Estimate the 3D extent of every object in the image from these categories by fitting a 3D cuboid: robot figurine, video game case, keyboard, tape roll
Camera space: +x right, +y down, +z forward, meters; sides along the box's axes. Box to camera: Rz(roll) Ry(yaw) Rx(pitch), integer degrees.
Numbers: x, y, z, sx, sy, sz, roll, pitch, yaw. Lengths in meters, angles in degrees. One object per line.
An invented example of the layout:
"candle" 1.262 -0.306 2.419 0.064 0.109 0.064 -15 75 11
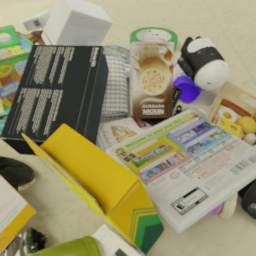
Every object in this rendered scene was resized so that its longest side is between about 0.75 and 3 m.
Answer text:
"robot figurine" 2.232 -1.937 8.399 1.317 1.094 1.754 -30 63 11
"robot figurine" 3.047 1.597 5.642 1.347 1.119 1.793 -36 50 -12
"video game case" -0.362 -2.608 10.567 2.677 0.313 2.433 29 33 30
"video game case" 1.205 0.641 5.855 2.562 0.283 2.333 -25 43 -25
"keyboard" 1.097 -0.621 7.903 0.983 0.210 1.637 27 57 5
"tape roll" 1.117 -3.832 12.367 2.090 0.502 2.090 1 41 0

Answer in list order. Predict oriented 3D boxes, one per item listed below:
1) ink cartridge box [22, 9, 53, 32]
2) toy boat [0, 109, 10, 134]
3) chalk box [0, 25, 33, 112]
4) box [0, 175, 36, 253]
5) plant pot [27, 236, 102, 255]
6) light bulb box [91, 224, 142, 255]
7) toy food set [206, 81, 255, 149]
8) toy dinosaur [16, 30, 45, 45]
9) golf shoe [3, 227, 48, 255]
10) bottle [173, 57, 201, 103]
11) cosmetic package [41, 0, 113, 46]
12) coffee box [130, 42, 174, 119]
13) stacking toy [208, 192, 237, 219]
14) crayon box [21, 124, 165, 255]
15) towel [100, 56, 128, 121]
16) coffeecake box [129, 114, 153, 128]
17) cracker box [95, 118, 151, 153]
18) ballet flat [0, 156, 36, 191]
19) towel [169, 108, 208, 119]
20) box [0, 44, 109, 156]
"ink cartridge box" -2.818 -4.056 10.120 1.582 0.397 1.823 -40 32 -21
"toy boat" -3.044 -0.171 7.896 1.535 0.713 1.291 13 32 10
"chalk box" -3.504 -1.829 8.576 1.501 2.413 1.494 -25 46 -26
"box" -3.208 1.175 4.907 0.580 2.798 1.666 -26 18 47
"plant pot" -1.021 2.176 4.163 0.966 1.004 1.004 9 32 -34
"light bulb box" -0.211 2.414 4.661 1.105 1.115 0.696 30 51 29
"toy food set" 3.103 -0.175 7.561 1.808 0.761 2.519 31 48 9
"toy dinosaur" -2.992 -3.135 11.033 2.702 1.831 1.160 38 18 0
"golf shoe" -1.831 2.675 4.777 0.871 0.716 1.843 -27 36 4
"bottle" 2.029 -1.855 9.775 0.984 0.769 2.357 28 39 -10
"cosmetic package" -1.575 -3.029 8.612 1.530 1.535 0.943 -2 52 -45
"coffee box" 0.574 -1.174 7.036 1.042 1.823 0.727 -2 10 -5
"stacking toy" 1.035 1.260 6.039 2.344 1.000 1.000 8 41 7
"crayon box" -0.436 1.068 4.837 1.788 2.817 0.715 32 69 33
"towel" -1.133 -1.123 8.310 2.189 0.937 1.812 -2 79 -4
"coffeecake box" 0.556 -0.546 8.620 0.881 0.419 1.148 6 41 7
"cracker box" -0.274 0.454 7.316 2.038 0.588 1.365 -13 43 -17
"ballet flat" -3.644 1.185 6.531 2.888 0.820 0.960 1 43 -9
"towel" 1.963 -0.075 7.934 1.575 0.283 1.636 -6 39 -29
"box" -1.607 -0.676 6.771 1.876 1.048 2.658 3 63 11
